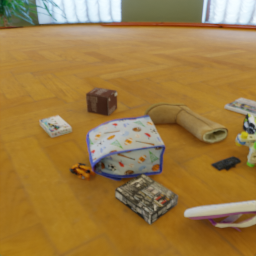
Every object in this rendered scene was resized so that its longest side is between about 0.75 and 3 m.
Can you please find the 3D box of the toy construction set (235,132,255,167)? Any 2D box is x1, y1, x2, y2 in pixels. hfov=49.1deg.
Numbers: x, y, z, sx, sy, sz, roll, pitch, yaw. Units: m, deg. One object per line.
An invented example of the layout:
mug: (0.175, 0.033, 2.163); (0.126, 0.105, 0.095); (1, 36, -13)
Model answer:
toy construction set: (5.383, 0.775, 10.008); (2.744, 1.264, 1.799); (-7, 33, 14)

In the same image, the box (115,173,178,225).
box: (0.535, 2.068, 8.443); (1.200, 0.379, 1.522); (-24, 36, -37)

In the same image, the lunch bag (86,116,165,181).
lunch bag: (-0.185, 0.710, 9.802); (2.415, 1.496, 2.053); (-6, 32, -12)

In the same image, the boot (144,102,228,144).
boot: (2.440, -0.233, 12.265); (2.547, 0.962, 2.909); (-13, 31, -23)

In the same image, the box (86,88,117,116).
box: (-1.340, -1.353, 14.279); (1.264, 1.038, 1.049); (12, 30, 21)

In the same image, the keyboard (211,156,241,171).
keyboard: (3.639, 1.254, 10.187); (1.152, 0.228, 0.599); (-16, 31, -25)

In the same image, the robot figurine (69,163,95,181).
robot figurine: (-1.596, 1.502, 9.672); (0.870, 0.253, 0.631); (18, 32, 29)

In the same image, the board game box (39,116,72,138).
board game box: (-3.307, -0.084, 12.693); (0.947, 0.260, 1.500); (-17, 32, -30)

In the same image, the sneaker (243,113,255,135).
sneaker: (5.547, 0.100, 11.720); (1.000, 0.913, 2.471); (8, 30, 9)

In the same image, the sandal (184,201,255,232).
sandal: (3.024, 2.355, 7.424); (2.998, 1.220, 0.737); (-4, 72, -5)

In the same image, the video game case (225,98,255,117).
video game case: (6.273, -1.052, 14.571); (1.647, 0.208, 1.807); (-22, 34, -36)
